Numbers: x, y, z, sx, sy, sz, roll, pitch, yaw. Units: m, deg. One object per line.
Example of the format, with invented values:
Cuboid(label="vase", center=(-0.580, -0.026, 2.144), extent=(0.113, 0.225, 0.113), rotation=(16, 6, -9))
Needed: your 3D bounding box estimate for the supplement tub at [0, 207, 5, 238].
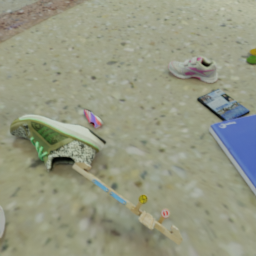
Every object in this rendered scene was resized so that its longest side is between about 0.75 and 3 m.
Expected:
Cuboid(label="supplement tub", center=(-3.373, 2.090, 5.974), extent=(1.203, 0.844, 0.844), rotation=(-5, 45, 0))

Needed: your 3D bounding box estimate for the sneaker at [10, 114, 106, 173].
Cuboid(label="sneaker", center=(-2.133, 0.494, 7.581), extent=(2.941, 1.131, 1.303), rotation=(10, 65, 21))

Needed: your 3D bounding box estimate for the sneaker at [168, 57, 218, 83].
Cuboid(label="sneaker", center=(2.467, -2.320, 10.496), extent=(1.885, 0.832, 0.767), rotation=(11, 46, 11))

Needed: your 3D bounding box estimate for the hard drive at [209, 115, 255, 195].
Cuboid(label="hard drive", center=(3.638, 0.679, 7.807), extent=(1.675, 0.322, 2.539), rotation=(-12, 46, -12))

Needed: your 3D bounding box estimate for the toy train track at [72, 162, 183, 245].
Cuboid(label="toy train track", center=(0.027, 1.443, 5.940), extent=(2.715, 1.557, 0.442), rotation=(33, 83, 12))

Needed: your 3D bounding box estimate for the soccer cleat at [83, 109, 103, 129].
Cuboid(label="soccer cleat", center=(-1.174, -0.294, 8.842), extent=(0.333, 0.310, 0.909), rotation=(-44, 55, -15))

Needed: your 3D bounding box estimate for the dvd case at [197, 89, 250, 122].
Cuboid(label="dvd case", center=(3.173, -0.750, 9.410), extent=(1.032, 0.127, 1.447), rotation=(-24, 50, -21))

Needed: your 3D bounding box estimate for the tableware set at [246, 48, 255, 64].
Cuboid(label="tableware set", center=(5.751, -3.057, 11.682), extent=(1.291, 0.294, 1.917), rotation=(23, 50, 26))
